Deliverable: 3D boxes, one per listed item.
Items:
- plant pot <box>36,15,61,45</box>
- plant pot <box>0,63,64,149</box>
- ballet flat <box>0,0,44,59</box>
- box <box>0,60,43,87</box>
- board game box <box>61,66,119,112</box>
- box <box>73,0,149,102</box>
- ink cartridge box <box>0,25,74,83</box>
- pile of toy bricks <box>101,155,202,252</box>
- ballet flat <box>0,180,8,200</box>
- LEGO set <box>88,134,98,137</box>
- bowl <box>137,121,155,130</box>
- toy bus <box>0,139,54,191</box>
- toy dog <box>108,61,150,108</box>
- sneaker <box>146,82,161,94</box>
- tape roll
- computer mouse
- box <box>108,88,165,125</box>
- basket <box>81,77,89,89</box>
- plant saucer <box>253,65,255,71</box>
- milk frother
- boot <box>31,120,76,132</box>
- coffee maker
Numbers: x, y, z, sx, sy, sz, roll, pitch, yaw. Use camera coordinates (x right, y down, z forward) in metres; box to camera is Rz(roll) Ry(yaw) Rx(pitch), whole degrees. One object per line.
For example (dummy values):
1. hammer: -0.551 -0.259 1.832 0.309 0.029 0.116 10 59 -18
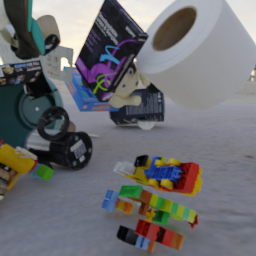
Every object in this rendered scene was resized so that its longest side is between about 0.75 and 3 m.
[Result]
1. plant pot: -2.701 -3.263 9.676 0.846 0.903 0.846 -29 -13 -8
2. plant pot: -3.294 -0.601 9.167 2.776 2.776 1.860 1 6 7
3. ballet flat: -1.668 -1.604 4.162 0.677 0.673 1.980 -1 -17 -12
4. box: -2.134 -0.972 5.175 0.932 0.233 0.939 -15 4 -28
5. board game box: -1.670 -1.749 12.432 1.912 0.566 2.514 -3 48 -36
6. box: -0.571 -2.042 7.497 0.410 2.271 1.623 -9 55 -46
7. ink cartridge box: -3.273 -2.756 10.092 2.728 0.684 2.212 12 -25 -8
8. pile of toy bricks: 0.461 1.076 3.900 1.072 1.204 2.171 26 -17 -15
9. ballet flat: -2.877 1.233 3.770 0.913 0.628 2.711 -38 -18 28
10. LEGO set: -1.868 0.362 12.050 1.028 0.252 0.768 7 1 -23
11. bowl: 0.947 -0.140 14.654 0.942 0.423 0.942 0 7 0
12. toy bus: -2.559 0.777 5.481 1.754 0.961 1.859 25 -18 8
13. toy dog: -0.352 -1.745 9.188 2.332 1.678 2.405 40 -1 -14
14. sneaker: 1.539 -1.878 12.013 1.574 0.583 0.696 -22 -3 13
15. tape roll: 1.812 -2.114 7.761 1.910 2.782 2.782 35 -15 -34
16. computer mouse: -2.566 -2.275 7.968 2.329 0.683 0.396 10 -4 44
17. box: 0.505 -1.123 15.278 2.910 1.518 2.154 -3 -9 5
18. basket: -0.899 -2.050 10.940 1.412 0.960 1.273 3 33 29
19. plant saucer: 3.932 -1.992 9.724 1.592 0.255 1.592 -17 1 0
20. milk frother: -1.985 0.227 7.134 1.570 1.669 1.507 4 12 32
21. boot: -3.545 0.127 11.207 2.868 1.007 2.096 1 1 1
22. coffee maker: -2.452 -1.291 7.609 0.873 0.908 0.612 -21 11 2
